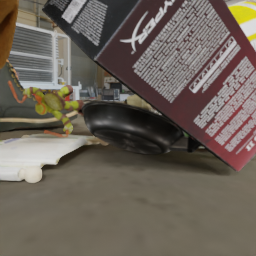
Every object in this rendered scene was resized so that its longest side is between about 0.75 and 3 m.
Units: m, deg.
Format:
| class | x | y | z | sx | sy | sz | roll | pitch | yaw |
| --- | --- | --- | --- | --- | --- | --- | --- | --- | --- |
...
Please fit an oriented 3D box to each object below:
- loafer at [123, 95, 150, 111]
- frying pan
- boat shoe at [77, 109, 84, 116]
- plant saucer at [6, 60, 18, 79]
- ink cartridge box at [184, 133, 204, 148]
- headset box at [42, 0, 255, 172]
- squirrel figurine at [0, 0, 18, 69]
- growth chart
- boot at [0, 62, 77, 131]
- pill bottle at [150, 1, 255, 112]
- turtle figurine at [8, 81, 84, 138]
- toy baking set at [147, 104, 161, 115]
| class | x | y | z | sx | sy | sz | roll | pitch | yaw |
| --- | --- | --- | --- | --- | --- | --- | --- | --- | --- |
| loafer | 0.404 | -1.152 | 13.747 | 0.872 | 0.983 | 2.586 | -3 | -3 | -15 |
| frying pan | 0.469 | 0.174 | 3.729 | 2.313 | 0.376 | 1.399 | 18 | -16 | -5 |
| boat shoe | -1.440 | -0.674 | 11.000 | 0.563 | 0.563 | 1.601 | -1 | -2 | -39 |
| plant saucer | -3.801 | -1.035 | 7.095 | 2.081 | 2.081 | 0.336 | -6 | 12 | -42 |
| ink cartridge box | 1.141 | 0.087 | 4.488 | 1.441 | 0.427 | 0.748 | 1 | 2 | 13 |
| headset box | 0.429 | -0.604 | 2.742 | 2.185 | 0.844 | 1.626 | 31 | 13 | -38 |
| squirrel figurine | -1.834 | -1.044 | 1.549 | 1.926 | 2.722 | 2.540 | 32 | 36 | -16 |
| growth chart | -1.425 | 0.302 | 3.754 | 1.791 | 0.219 | 2.474 | 1 | 7 | 12 |
| boot | -2.545 | -0.882 | 6.955 | 2.513 | 1.738 | 0.973 | -8 | 9 | -33 |
| pill bottle | 1.623 | -1.340 | 5.377 | 2.995 | 1.636 | 1.636 | -29 | 22 | -32 |
| turtle figurine | -1.284 | -0.469 | 4.789 | 1.330 | 0.428 | 1.073 | 41 | 29 | 6 |
| toy baking set | 1.616 | -0.781 | 10.170 | 1.665 | 0.252 | 2.169 | -16 | 26 | -4 |
